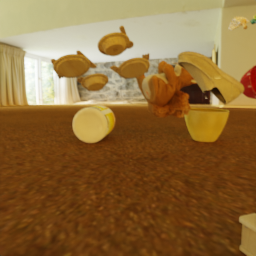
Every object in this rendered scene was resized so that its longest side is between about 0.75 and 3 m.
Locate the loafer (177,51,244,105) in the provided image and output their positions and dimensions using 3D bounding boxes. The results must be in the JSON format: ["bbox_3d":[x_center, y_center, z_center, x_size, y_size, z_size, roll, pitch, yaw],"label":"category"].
[{"bbox_3d":[2.066,-1.281,7.278,1.958,0.669,0.741,32,-4,0],"label":"loafer"}]

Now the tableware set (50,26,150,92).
[{"bbox_3d":[-0.747,-1.887,8.507,2.810,0.326,2.348,-20,-24,14],"label":"tableware set"}]

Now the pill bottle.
[{"bbox_3d":[-1.535,-0.271,13.537,1.588,1.588,2.907,1,7,7],"label":"pill bottle"}]

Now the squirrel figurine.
[{"bbox_3d":[1.620,-1.439,10.413,2.015,2.159,1.528,-21,19,-17],"label":"squirrel figurine"}]

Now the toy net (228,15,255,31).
[{"bbox_3d":[2.703,-2.410,6.126,0.653,0.240,1.244,-40,26,-11],"label":"toy net"}]

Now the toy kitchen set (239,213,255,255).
[{"bbox_3d":[1.593,1.364,3.340,1.212,1.096,1.343,-3,8,-20],"label":"toy kitchen set"}]

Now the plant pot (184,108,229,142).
[{"bbox_3d":[3.577,-0.137,13.056,2.016,1.431,2.016,2,9,0],"label":"plant pot"}]

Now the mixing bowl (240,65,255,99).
[{"bbox_3d":[3.520,-1.211,7.918,0.980,0.980,0.531,-5,-8,-34],"label":"mixing bowl"}]
